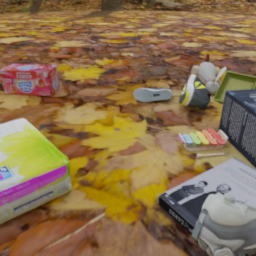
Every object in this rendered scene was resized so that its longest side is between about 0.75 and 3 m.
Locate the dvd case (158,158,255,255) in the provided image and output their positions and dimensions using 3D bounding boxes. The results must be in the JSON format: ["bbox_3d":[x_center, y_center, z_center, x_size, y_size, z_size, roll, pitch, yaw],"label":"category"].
[{"bbox_3d":[2.294,1.610,6.110,2.648,0.327,1.990,-17,32,-30],"label":"dvd case"}]

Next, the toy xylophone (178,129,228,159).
[{"bbox_3d":[2.256,0.438,8.265,1.444,0.363,1.057,-8,29,-15],"label":"toy xylophone"}]

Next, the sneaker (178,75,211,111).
[{"bbox_3d":[2.710,-1.304,11.159,1.127,0.992,2.664,27,31,5],"label":"sneaker"}]

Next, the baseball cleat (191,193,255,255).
[{"bbox_3d":[2.001,1.836,4.717,2.262,1.204,0.789,25,5,-19],"label":"baseball cleat"}]

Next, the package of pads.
[{"bbox_3d":[-2.955,0.869,6.757,2.308,1.019,2.988,-21,35,-34],"label":"package of pads"}]

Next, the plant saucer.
[{"bbox_3d":[4.357,-1.508,11.287,1.356,1.358,0.325,23,-4,36],"label":"plant saucer"}]

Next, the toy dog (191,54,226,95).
[{"bbox_3d":[3.786,-2.579,12.923,1.767,1.291,2.680,-8,29,-15],"label":"toy dog"}]

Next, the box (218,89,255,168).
[{"bbox_3d":[4.178,0.006,7.914,2.013,1.452,2.712,-5,29,-11],"label":"box"}]

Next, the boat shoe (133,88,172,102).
[{"bbox_3d":[1.049,-1.364,11.564,1.572,0.556,0.714,2,11,13],"label":"boat shoe"}]

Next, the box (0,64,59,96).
[{"bbox_3d":[-4.257,-2.110,12.251,2.208,1.101,1.054,4,28,8],"label":"box"}]
